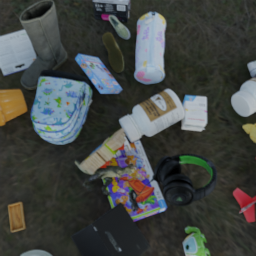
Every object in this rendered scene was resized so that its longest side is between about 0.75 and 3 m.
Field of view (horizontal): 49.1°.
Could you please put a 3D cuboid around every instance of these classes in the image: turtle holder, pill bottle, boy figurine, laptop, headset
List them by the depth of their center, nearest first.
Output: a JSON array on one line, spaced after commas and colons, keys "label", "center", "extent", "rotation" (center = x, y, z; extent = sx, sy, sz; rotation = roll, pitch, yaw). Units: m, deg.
[{"label": "headset", "center": [1.374, 1.794, 8.762], "extent": [2.816, 1.323, 1.739], "rotation": [-15, 34, -9]}, {"label": "laptop", "center": [-0.582, 3.616, 8.904], "extent": [1.782, 1.033, 1.669], "rotation": [-32, 83, -24]}, {"label": "turtle holder", "center": [2.135, 3.719, 8.997], "extent": [0.730, 0.781, 1.028], "rotation": [-17, 76, 11]}, {"label": "pill bottle", "center": [-0.403, 0.723, 9.695], "extent": [0.896, 0.537, 0.537], "rotation": [-25, 69, -5]}, {"label": "boy figurine", "center": [4.827, 0.207, 10.353], "extent": [0.422, 1.309, 0.814], "rotation": [-1, 106, -30]}, {"label": "pill bottle", "center": [0.848, -0.402, 10.423], "extent": [2.209, 1.263, 1.263], "rotation": [-29, 70, -5]}, {"label": "pill bottle", "center": [5.237, -1.415, 10.865], "extent": [2.352, 1.305, 1.305], "rotation": [-30, 70, -12]}]

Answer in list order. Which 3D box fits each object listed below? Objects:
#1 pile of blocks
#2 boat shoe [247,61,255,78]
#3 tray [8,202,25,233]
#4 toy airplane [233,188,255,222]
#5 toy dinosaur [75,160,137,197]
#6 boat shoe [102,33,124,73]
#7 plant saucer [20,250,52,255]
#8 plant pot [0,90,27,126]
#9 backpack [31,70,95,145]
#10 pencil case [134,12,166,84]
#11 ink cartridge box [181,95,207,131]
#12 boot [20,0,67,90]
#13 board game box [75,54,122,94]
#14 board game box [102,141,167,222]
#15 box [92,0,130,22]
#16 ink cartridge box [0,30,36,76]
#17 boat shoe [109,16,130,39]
[{"label": "pile of blocks", "center": [-0.711, 0.858, 9.157], "extent": [2.031, 0.834, 0.631], "rotation": [-39, 99, 25]}, {"label": "boat shoe", "center": [6.074, -2.747, 11.714], "extent": [2.107, 0.775, 0.703], "rotation": [-15, 69, -6]}, {"label": "tray", "center": [-3.820, 3.058, 9.601], "extent": [0.444, 0.167, 0.901], "rotation": [-14, 69, -6]}, {"label": "toy airplane", "center": [4.829, 2.316, 9.700], "extent": [2.702, 0.497, 2.702], "rotation": [2, 80, -9]}, {"label": "toy dinosaur", "center": [-0.870, 1.615, 9.252], "extent": [2.474, 0.587, 1.090], "rotation": [0, 47, 24]}, {"label": "boat shoe", "center": [-0.557, -3.193, 11.961], "extent": [0.630, 0.579, 1.762], "rotation": [-22, 87, 18]}, {"label": "plant saucer", "center": [-3.008, 4.776, 8.723], "extent": [1.778, 0.446, 1.778], "rotation": [0, 68, 0]}, {"label": "plant pot", "center": [-4.660, -0.876, 10.701], "extent": [1.305, 1.425, 1.425], "rotation": [-19, 68, -25]}, {"label": "backpack", "center": [-2.547, -0.751, 10.423], "extent": [2.208, 2.081, 2.707], "rotation": [11, 82, -2]}, {"label": "pencil case", "center": [0.940, -3.306, 11.642], "extent": [1.232, 1.345, 2.965], "rotation": [10, 68, -15]}, {"label": "ink cartridge box", "center": [2.513, -0.478, 10.744], "extent": [0.818, 0.797, 1.273], "rotation": [6, 67, 3]}, {"label": "boot", "center": [-3.456, -3.053, 10.700], "extent": [1.033, 2.847, 2.589], "rotation": [34, 72, 7]}, {"label": "board game box", "center": [-1.141, -2.114, 11.113], "extent": [0.325, 1.345, 1.779], "rotation": [-43, 76, 25]}, {"label": "board game box", "center": [0.038, 1.889, 9.748], "extent": [1.721, 0.573, 2.559], "rotation": [-18, 64, -9]}, {"label": "box", "center": [-0.721, -5.593, 12.759], "extent": [1.580, 1.044, 0.906], "rotation": [6, 64, 3]}, {"label": "ink cartridge box", "center": [-4.834, -3.193, 11.982], "extent": [1.587, 0.323, 1.590], "rotation": [-19, 100, -9]}, {"label": "boat shoe", "center": [-0.434, -4.468, 12.484], "extent": [0.463, 0.399, 1.285], "rotation": [-43, 88, 22]}]
